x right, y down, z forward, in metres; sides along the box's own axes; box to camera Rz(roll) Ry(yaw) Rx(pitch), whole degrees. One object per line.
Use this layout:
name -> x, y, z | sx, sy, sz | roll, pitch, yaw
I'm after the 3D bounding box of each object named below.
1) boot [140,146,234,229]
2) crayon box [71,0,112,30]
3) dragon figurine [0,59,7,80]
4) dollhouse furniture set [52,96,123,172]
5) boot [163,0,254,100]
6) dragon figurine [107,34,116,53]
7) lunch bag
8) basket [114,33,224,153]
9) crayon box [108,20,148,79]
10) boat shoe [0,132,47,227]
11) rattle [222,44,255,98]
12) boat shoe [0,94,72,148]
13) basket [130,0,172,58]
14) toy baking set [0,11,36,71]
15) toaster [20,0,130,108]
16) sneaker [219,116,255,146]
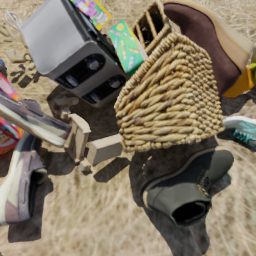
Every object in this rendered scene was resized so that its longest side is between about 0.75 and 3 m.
boot -> 1.584, 1.229, 5.828 | 2.372, 1.641, 0.919 | -30, 100, -12
crayon box -> -1.738, -3.799, 10.016 | 1.435, 0.704, 2.416 | 44, 50, -18
dragon figurine -> -3.404, -1.554, 6.313 | 0.565, 1.919, 0.954 | -27, 69, 2
dollhouse furniture set -> -1.123, 0.134, 7.320 | 0.905, 1.060, 2.044 | -16, 49, -40
boot -> 1.755, -1.997, 7.989 | 2.988, 1.081, 2.485 | 34, 97, 4
dragon figurine -> -0.734, -2.878, 10.028 | 1.923, 0.956, 0.566 | -41, 88, 7
lunch bag -> -3.732, -0.717, 7.079 | 1.059, 2.278, 2.586 | -29, 52, 5
basket -> 0.851, -0.652, 6.432 | 1.981, 2.068, 2.776 | -12, -1, 30
crayon box -> 0.173, -1.937, 7.710 | 0.567, 1.155, 1.945 | -31, 51, 14
boat shoe -> -2.276, 1.061, 6.463 | 0.817, 0.907, 2.523 | 3, 42, -1
rattle -> 4.342, -1.284, 7.734 | 1.956, 1.783, 2.738 | -26, 48, -28
boat shoe -> -2.268, -0.315, 6.393 | 0.794, 2.208, 0.715 | -1, 58, 59
basket -> 0.668, -2.983, 9.369 | 1.545, 1.612, 2.164 | -17, 47, 11
toy baking set -> -3.565, -3.017, 9.456 | 0.288, 1.901, 2.477 | -29, 27, 27
toaster -> -1.404, -2.172, 7.849 | 1.641, 2.500, 2.765 | -36, 62, 11
sneaker -> 3.226, 0.141, 7.530 | 1.611, 0.625, 0.735 | 3, 51, 4
